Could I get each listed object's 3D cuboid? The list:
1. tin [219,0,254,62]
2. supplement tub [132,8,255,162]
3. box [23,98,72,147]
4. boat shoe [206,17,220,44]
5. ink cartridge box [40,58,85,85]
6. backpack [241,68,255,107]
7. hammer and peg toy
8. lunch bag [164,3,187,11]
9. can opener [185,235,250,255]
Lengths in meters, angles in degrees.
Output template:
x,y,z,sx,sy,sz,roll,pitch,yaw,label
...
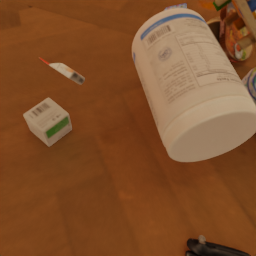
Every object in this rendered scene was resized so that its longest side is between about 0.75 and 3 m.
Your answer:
x,y,z,sx,sy,sz,roll,pitch,yaw,label
3.737,-3.350,9.623,1.223,0.457,2.184,4,88,-17,tin
1.290,-0.950,6.059,1.916,1.916,2.904,-11,60,-8,supplement tub
-2.204,-0.162,7.775,0.889,0.762,0.885,38,62,22,box
3.230,-3.485,10.226,2.831,1.009,0.913,-28,23,-18,boat shoe
-1.312,-1.199,5.645,0.792,0.642,0.198,36,94,11,ink cartridge box
4.325,-0.599,7.537,2.228,2.099,2.731,-43,48,-8,backpack
2.351,-3.160,6.408,0.918,2.603,1.915,-29,37,25,hammer and peg toy
1.822,-4.599,11.283,1.003,0.472,0.755,5,56,15,lunch bag
1.930,2.660,5.993,1.394,0.548,0.442,8,15,2,can opener
